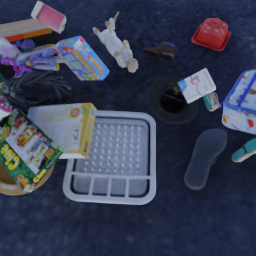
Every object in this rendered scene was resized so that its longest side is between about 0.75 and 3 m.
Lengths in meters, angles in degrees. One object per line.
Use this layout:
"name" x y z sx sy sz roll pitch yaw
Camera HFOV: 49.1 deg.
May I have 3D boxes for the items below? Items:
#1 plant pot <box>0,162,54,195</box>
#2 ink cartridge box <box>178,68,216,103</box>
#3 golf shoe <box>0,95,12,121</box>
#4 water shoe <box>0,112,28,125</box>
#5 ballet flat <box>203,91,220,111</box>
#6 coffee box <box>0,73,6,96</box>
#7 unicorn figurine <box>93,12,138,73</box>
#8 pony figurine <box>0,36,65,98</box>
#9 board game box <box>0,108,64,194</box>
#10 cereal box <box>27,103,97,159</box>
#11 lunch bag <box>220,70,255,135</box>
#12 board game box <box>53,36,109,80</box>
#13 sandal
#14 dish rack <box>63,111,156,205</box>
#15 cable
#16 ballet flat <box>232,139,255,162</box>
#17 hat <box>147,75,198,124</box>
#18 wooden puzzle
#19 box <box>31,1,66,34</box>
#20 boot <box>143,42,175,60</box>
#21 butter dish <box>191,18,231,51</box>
"plant pot" -3.098 0.952 8.033 1.933 0.266 1.933 0 58 -1
"ink cartridge box" 1.706 -1.040 6.941 0.774 0.327 0.559 -27 83 13
"golf shoe" -4.465 -0.835 8.122 1.295 1.066 2.830 -52 50 -1
"water shoe" -3.487 -0.197 8.429 1.710 0.675 0.611 -32 42 -18
"ballet flat" 2.663 -1.175 9.210 0.427 0.505 1.336 -9 75 -11
"coffee box" -4.894 -1.656 9.578 1.144 0.409 1.861 -33 63 -19
"unicorn figurine" -0.476 -3.031 9.795 0.991 1.843 2.683 -21 87 8
"pony figurine" -3.456 -2.210 9.329 2.368 1.972 2.286 -5 26 2
"board game box" -2.788 0.476 7.346 2.512 0.295 1.316 32 82 39
"cereal box" -1.981 0.093 7.729 2.094 0.414 1.507 -2 64 22
"lunch bag" 3.986 -0.784 8.294 2.121 1.000 2.646 20 44 28
"board game box" -1.481 -2.129 8.792 1.391 1.420 0.397 12 61 52
"sandal" 2.183 0.856 8.035 0.778 0.438 2.045 23 67 29
"dish rack" -0.423 0.813 7.897 2.395 0.608 2.791 2 59 2
"cable" -2.403 -1.065 7.896 1.585 1.942 0.493 -26 65 21
"ballet flat" 3.350 0.630 7.786 0.339 1.087 0.367 15 54 -21
"hat" 1.329 -0.754 8.719 1.759 0.710 1.759 4 61 -8
"wooden puzzle" -3.836 -3.641 10.302 2.904 0.541 2.687 -10 30 -8
"box" -2.354 -3.299 8.379 0.880 0.563 0.480 27 93 -11
"boot" 1.153 -2.870 10.259 1.168 0.436 0.566 18 73 16
"butter dish" 3.223 -3.703 10.563 1.266 0.936 1.262 24 62 14
